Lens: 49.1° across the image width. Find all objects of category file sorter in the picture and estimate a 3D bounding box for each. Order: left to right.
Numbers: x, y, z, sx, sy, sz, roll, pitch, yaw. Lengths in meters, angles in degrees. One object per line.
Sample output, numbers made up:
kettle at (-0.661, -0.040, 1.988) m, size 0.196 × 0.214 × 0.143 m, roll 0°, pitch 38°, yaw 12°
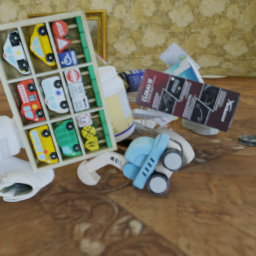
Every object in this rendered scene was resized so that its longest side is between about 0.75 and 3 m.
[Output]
file sorter at (0.064, -0.553, 10.715) m, size 1.620 × 1.453 × 2.334 m, roll 4°, pitch 16°, yaw 15°
file sorter at (0.990, 0.183, 8.949) m, size 0.904 × 0.563 × 0.627 m, roll 41°, pitch 36°, yaw 25°

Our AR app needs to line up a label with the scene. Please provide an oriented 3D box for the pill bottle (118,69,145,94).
pill bottle at (0.073, -1.745, 10.621) m, size 1.495 × 0.836 × 0.836 m, roll -13°, pitch 19°, yaw -25°

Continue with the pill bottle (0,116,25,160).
pill bottle at (-2.928, 0.266, 6.089) m, size 1.591 × 0.902 × 0.902 m, roll -19°, pitch 22°, yaw -27°

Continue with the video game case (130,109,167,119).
video game case at (0.471, -0.405, 8.480) m, size 0.957 × 0.120 × 1.337 m, roll 7°, pitch -2°, yaw -16°

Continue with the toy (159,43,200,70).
toy at (1.859, -2.387, 10.080) m, size 1.300 × 0.748 × 0.307 m, roll 42°, pitch 30°, yaw -10°

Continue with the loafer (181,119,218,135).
loafer at (2.752, -0.213, 10.950) m, size 0.715 × 0.713 × 2.045 m, roll -6°, pitch 16°, yaw -23°

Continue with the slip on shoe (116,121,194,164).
slip on shoe at (0.568, 0.488, 7.996) m, size 0.866 × 1.087 × 2.860 m, roll -42°, pitch 39°, yaw -21°

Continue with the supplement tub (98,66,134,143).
supplement tub at (-0.665, -0.624, 7.728) m, size 1.351 × 1.859 × 1.351 m, roll -14°, pitch 25°, yaw 7°

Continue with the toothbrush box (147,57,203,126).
toothbrush box at (1.569, -1.209, 9.611) m, size 1.978 × 1.448 × 0.844 m, roll -30°, pitch -35°, yaw 24°

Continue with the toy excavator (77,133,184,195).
toy excavator at (0.049, 0.763, 6.339) m, size 1.940 × 1.886 × 0.969 m, roll 30°, pitch 16°, yaw 4°

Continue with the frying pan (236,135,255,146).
frying pan at (4.131, 0.486, 9.315) m, size 0.944 × 0.254 × 1.560 m, roll 4°, pitch 12°, yaw 18°

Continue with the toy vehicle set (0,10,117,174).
toy vehicle set at (-1.454, -0.690, 5.774) m, size 1.848 × 2.974 × 0.394 m, roll -17°, pitch 18°, yaw -12°

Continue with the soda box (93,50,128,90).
soda box at (-0.949, -1.947, 9.762) m, size 2.094 × 0.670 × 0.709 m, roll 49°, pitch 15°, yaw 22°

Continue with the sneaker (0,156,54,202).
sneaker at (-2.700, 1.077, 6.097) m, size 1.842 × 0.679 × 1.065 m, roll 3°, pitch 12°, yaw 7°

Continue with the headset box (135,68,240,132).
headset box at (1.592, -0.787, 7.773) m, size 2.690 × 1.039 × 2.002 m, roll 21°, pitch 9°, yaw 20°

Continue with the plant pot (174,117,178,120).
plant pot at (1.859, -1.076, 13.107) m, size 1.831 × 1.300 × 1.831 m, roll 0°, pitch 15°, yaw 0°
